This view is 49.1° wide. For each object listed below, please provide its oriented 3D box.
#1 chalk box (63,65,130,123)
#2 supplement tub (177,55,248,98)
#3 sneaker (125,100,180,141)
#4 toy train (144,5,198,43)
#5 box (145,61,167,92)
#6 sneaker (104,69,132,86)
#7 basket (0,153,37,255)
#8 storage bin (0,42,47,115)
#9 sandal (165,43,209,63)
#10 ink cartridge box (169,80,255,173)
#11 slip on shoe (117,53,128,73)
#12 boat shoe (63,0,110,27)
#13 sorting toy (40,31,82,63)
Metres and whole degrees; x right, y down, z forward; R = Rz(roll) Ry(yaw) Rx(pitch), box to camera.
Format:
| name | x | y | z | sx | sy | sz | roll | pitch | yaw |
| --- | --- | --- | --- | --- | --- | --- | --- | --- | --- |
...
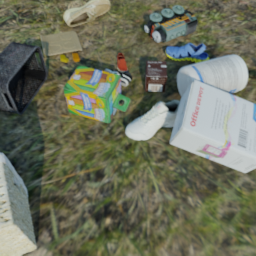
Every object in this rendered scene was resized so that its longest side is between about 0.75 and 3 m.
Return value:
| name | x | y | z | sx | sy | sz | roll | pitch | yaw |
| --- | --- | --- | --- | --- | --- | --- | --- | --- | --- |
| chalk box | -1.032 | -1.174 | 10.287 | 2.170 | 1.345 | 1.355 | 14 | 53 | 12 |
| supplement tub | 3.180 | -1.851 | 10.747 | 2.279 | 1.503 | 1.503 | -16 | 53 | -13 |
| sneaker | 0.910 | -0.406 | 9.781 | 2.313 | 1.149 | 0.901 | -26 | 57 | -19 |
| toy train | 2.103 | -4.996 | 13.630 | 2.622 | 1.117 | 1.494 | -27 | 65 | -20 |
| box | 1.109 | -2.077 | 11.334 | 0.834 | 0.826 | 1.006 | 2 | 49 | 2 |
| sneaker | -0.359 | -2.217 | 11.772 | 1.185 | 0.433 | 0.663 | 33 | 54 | 14 |
| basket | -3.733 | 2.263 | 6.858 | 2.447 | 2.425 | 1.968 | -20 | 58 | -16 |
| storage bin | -4.254 | -1.916 | 10.688 | 1.151 | 1.660 | 2.456 | 13 | 52 | 10 |
| sandal | 2.651 | -3.418 | 12.446 | 1.961 | 0.854 | 0.779 | 9 | 53 | 9 |
| ink cartridge box | 2.905 | -0.049 | 8.922 | 2.730 | 1.156 | 1.973 | 22 | 61 | -4 |
| slip on shoe | -0.279 | -2.837 | 12.275 | 0.436 | 0.360 | 1.177 | -6 | 54 | -8 |
| boat shoe | -2.014 | -5.862 | 14.426 | 2.590 | 0.934 | 0.841 | -24 | 63 | -15 |
| sorting toy | -3.062 | -3.707 | 13.055 | 1.749 | 0.314 | 2.347 | -11 | 52 | -15 |
